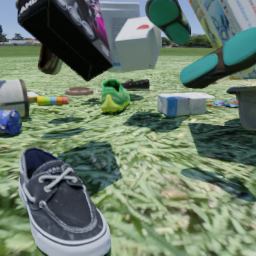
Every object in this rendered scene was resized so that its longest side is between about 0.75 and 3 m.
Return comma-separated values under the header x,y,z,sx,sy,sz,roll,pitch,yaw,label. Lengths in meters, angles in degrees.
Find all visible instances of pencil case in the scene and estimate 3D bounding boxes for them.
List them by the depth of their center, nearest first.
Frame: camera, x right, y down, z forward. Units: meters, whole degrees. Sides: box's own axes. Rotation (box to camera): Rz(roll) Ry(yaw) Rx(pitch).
x,y,z,sx,sy,sz,roll,pitch,yaw,label
-4.185,-0.182,8.332,1.908,0.744,0.828,1,24,4,pencil case

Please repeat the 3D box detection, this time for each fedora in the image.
x,y,z,sx,sy,sz,roll,pitch,yaw,label
4.366,-0.578,8.528,2.650,1.353,2.996,1,9,-3,fedora

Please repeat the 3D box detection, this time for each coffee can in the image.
x,y,z,sx,sy,sz,roll,pitch,yaw,label
-4.509,-0.938,9.636,1.855,1.358,1.358,-10,20,-28,coffee can

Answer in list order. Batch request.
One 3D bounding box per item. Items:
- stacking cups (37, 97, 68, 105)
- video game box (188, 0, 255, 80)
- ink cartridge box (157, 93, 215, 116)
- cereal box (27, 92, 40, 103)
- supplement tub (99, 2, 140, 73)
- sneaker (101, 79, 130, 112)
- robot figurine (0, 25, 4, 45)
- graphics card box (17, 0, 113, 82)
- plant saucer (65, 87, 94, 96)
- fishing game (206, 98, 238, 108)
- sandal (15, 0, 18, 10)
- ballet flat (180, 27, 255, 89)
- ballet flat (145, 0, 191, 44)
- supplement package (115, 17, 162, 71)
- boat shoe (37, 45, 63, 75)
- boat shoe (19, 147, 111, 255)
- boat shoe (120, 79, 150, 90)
x,y,z,sx,sy,sz,roll,pitch,yaw,label
-3.246,-1.159,12.111,1.281,0.388,0.388,0,17,-13,stacking cups
2.501,-2.497,6.836,0.701,2.727,2.993,-27,5,10,video game box
2.226,-0.943,10.841,1.930,0.655,1.120,-4,18,-13,ink cartridge box
-4.702,-1.400,12.905,0.975,0.268,1.355,-11,21,-31,cereal box
-0.433,-4.115,12.714,1.919,2.909,1.919,2,24,-1,supplement tub
-0.487,-1.460,11.576,1.060,1.196,2.862,0,17,3,sneaker
-4.615,-2.820,8.898,0.532,1.828,1.325,-12,-18,25,robot figurine
-1.162,-2.370,5.168,0.688,2.705,1.697,-25,-35,20,graphics card box
-2.545,-1.930,14.661,1.483,0.238,1.483,-1,17,0,plant saucer
4.396,-1.131,12.083,1.900,0.295,1.361,-12,18,-32,fishing game
-2.089,-2.709,7.312,0.702,0.472,1.749,-16,-32,34,sandal
1.730,-1.139,4.843,0.627,0.623,1.834,18,-22,-33,ballet flat
1.178,-3.507,8.538,1.030,1.030,2.774,9,-5,25,ballet flat
0.398,-2.760,9.094,1.089,1.075,1.796,-1,40,17,supplement package
-2.337,-2.745,8.827,0.798,2.162,0.800,18,11,23,boat shoe
-1.141,0.981,4.409,0.962,0.909,2.681,-10,20,-29,boat shoe
0.172,-2.416,15.543,2.062,0.646,0.755,-1,18,0,boat shoe
